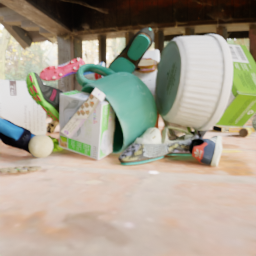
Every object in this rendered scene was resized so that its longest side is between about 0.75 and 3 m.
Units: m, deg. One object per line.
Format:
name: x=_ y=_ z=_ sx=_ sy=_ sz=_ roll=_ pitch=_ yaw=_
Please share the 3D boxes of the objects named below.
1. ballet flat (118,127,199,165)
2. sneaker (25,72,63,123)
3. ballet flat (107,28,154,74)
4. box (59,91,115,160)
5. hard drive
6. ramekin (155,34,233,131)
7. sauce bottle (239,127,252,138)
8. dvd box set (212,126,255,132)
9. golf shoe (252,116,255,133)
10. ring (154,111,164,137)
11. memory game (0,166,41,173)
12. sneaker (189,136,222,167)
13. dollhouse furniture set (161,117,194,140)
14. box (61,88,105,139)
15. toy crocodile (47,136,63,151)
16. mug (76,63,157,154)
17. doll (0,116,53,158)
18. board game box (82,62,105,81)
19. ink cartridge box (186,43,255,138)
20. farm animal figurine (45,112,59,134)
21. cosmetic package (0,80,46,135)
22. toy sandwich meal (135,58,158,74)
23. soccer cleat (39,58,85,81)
ballet flat: x=0.871 y=0.414 z=7.490 sx=2.624 sy=0.944 sz=0.944 roll=-3 pitch=6 yaw=-30
sneaker: x=-2.296 y=-0.925 z=8.164 sx=0.681 sy=1.775 sz=0.743 roll=9 pitch=52 yaw=42
ballet flat: x=0.102 y=-2.137 z=8.310 sx=0.720 sy=0.724 sz=2.117 roll=37 pitch=-44 yaw=-15
box: x=-1.103 y=-0.105 z=7.565 sx=1.359 sy=1.540 sz=0.745 roll=16 pitch=22 yaw=25
hard drive: x=0.293 y=-1.908 z=10.371 sx=1.718 sy=0.342 sz=2.605 roll=-5 pitch=48 yaw=11
ramekin: x=1.586 y=-1.253 z=7.586 sx=1.215 sy=2.608 sz=2.608 roll=4 pitch=4 yaw=-12
sauce bottle: x=5.375 y=0.175 z=12.735 sx=0.446 sy=0.446 sz=1.351 roll=3 pitch=7 yaw=33
dvd box set: x=5.679 y=0.049 z=15.064 sx=1.877 sy=0.276 sz=1.373 roll=0 pitch=5 yaw=-4
golf shoe: x=3.555 y=0.181 z=7.294 sx=0.489 sy=0.608 sz=1.250 roll=-14 pitch=37 yaw=23
ring: x=1.340 y=-0.556 z=10.125 sx=0.223 sy=2.326 sz=2.326 roll=10 pitch=8 yaw=18
memory game: x=-2.371 y=0.901 z=6.148 sx=0.927 sy=0.059 sz=0.927 roll=-1 pitch=-2 yaw=0
sneaker: x=2.013 y=0.494 z=7.368 sx=0.757 sy=0.671 sz=1.791 roll=15 pitch=9 yaw=14
dollhouse furniture set: x=1.517 y=-0.404 z=8.895 sx=0.976 sy=1.704 sz=1.999 roll=-23 pitch=-22 yaw=14
box: x=-1.091 y=-0.321 z=6.646 sx=1.529 sy=0.296 sz=0.317 roll=-44 pitch=13 yaw=35
toy crocodile: x=-2.437 y=0.474 z=9.124 sx=0.367 sy=0.401 sz=1.187 roll=-24 pitch=21 yaw=-29
mug: x=-0.237 y=-0.725 z=8.035 sx=1.569 sy=2.538 sz=2.085 roll=-29 pitch=23 yaw=-29
doll: x=-3.004 y=0.149 z=7.308 sx=2.817 sy=0.683 sz=1.922 roll=21 pitch=-22 yaw=34
board game box: x=-1.014 y=-1.039 z=10.366 sx=0.693 sy=2.430 sz=2.482 roll=-11 pitch=18 yaw=2
ink cartridge box: x=2.603 y=-0.804 z=8.187 sx=1.016 sy=1.982 sz=2.682 roll=2 pitch=-37 yaw=-13
farm animal figurine: x=-3.236 y=-0.550 z=13.568 sx=2.511 sy=2.027 sz=1.262 roll=0 pitch=35 yaw=-8
cosmetic package: x=-5.547 y=-0.811 z=12.220 sx=2.473 sy=2.471 sz=2.998 roll=3 pitch=7 yaw=30
toy sandwich meal: x=0.613 y=-2.272 z=9.915 sx=1.106 sy=0.379 sz=1.106 roll=-4 pitch=41 yaw=4
soccer cleat: x=-2.002 y=-1.757 z=8.669 sx=1.449 sy=0.483 sz=0.554 roll=-20 pitch=-3 yaw=2
